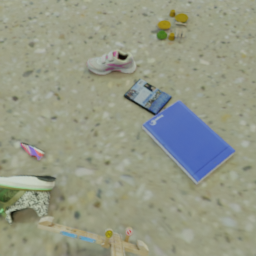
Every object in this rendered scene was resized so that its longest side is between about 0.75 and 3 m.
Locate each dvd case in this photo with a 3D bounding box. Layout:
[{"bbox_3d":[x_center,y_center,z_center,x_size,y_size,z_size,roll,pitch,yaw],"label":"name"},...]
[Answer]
[{"bbox_3d":[0.701,-1.125,10.137,1.447,0.127,1.032,33,64,19],"label":"dvd case"}]

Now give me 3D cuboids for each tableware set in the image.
[{"bbox_3d":[1.934,-4.482,12.221,1.291,0.294,1.917,9,59,9],"label":"tableware set"}]

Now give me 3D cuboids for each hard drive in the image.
[{"bbox_3d":[1.911,0.362,9.062,1.675,0.322,2.539,-33,63,-19],"label":"hard drive"}]

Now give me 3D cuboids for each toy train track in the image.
[{"bbox_3d":[-0.781,2.517,6.777,2.715,1.557,0.442,16,89,-6],"label":"toy train track"}]

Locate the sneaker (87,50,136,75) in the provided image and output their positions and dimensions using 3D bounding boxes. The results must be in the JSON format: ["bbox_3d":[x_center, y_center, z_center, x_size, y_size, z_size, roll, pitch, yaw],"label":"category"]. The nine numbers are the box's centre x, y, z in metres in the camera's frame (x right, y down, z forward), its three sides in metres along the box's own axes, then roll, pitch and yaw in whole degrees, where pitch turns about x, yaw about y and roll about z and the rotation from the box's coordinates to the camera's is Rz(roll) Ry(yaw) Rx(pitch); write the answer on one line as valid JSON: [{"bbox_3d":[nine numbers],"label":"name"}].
[{"bbox_3d":[-0.635,-2.576,10.639,1.885,0.832,0.767,-5,58,-3],"label":"sneaker"}]

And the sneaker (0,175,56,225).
[{"bbox_3d":[-3.458,1.988,7.676,2.941,1.131,1.303,-4,78,6],"label":"sneaker"}]

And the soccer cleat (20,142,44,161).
[{"bbox_3d":[-3.089,0.729,8.864,0.909,0.310,0.333,21,77,16],"label":"soccer cleat"}]
